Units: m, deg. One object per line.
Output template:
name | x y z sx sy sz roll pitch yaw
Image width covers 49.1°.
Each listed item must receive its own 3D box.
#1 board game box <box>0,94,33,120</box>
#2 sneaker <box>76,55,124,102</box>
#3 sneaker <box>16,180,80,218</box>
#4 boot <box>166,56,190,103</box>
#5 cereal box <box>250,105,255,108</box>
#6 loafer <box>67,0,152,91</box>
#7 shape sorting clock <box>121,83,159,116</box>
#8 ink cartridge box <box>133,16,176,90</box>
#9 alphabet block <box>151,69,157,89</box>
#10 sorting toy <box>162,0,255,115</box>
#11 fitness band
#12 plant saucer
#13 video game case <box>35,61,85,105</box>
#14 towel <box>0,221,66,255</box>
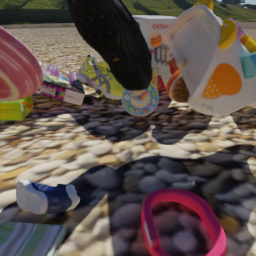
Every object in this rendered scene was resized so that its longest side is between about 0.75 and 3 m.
board game box | -3.927 -0.624 7.944 2.103 0.501 1.069 -1 23 -2
sneaker | -0.696 -1.633 9.247 2.592 0.990 0.977 30 23 27
sneaker | -1.205 1.046 4.329 0.759 0.418 1.037 5 0 -42
boot | 1.684 -1.646 8.594 1.452 1.016 2.707 17 41 33
cereal box | 3.470 -0.778 8.113 0.743 0.204 1.033 26 12 -2
loafer | -0.237 -1.890 5.617 0.969 2.854 1.002 -1 60 28
shape sorting clock | 0.331 -0.794 7.676 1.024 1.024 0.201 0 22 1
ink cartridge box | 0.967 -2.935 10.720 1.841 2.534 1.833 -13 26 -27
alphabet block | 0.399 -1.541 9.578 0.882 0.887 0.903 20 30 34
sorting toy | 2.446 -1.462 6.457 2.647 1.571 2.940 21 36 -24
fitness band | 0.711 1.324 3.778 1.008 0.263 1.404 0 24 -6
plant saucer | -2.888 -1.220 5.398 2.401 2.401 0.609 8 64 17
video game case | -2.793 -1.683 9.493 2.481 0.490 2.738 13 19 -19
towel | -1.312 1.454 3.578 0.888 0.136 0.662 3 23 7
